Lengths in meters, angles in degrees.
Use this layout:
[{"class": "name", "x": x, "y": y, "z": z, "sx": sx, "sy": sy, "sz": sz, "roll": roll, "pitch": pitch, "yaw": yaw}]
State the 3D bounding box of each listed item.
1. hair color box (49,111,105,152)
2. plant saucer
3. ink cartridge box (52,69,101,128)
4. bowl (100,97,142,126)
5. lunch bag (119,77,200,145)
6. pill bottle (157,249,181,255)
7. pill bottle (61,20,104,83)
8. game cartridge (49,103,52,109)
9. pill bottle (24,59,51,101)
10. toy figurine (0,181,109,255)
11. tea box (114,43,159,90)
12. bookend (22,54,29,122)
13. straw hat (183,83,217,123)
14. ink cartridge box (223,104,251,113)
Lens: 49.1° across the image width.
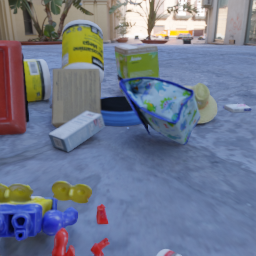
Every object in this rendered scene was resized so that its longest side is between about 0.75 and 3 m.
[{"class": "hair color box", "x": -1.304, "y": 0.060, "z": 7.265, "sx": 0.650, "sy": 0.398, "sz": 1.313, "roll": 14, "pitch": 39, "yaw": 39}, {"class": "plant saucer", "x": -4.275, "y": -1.116, "z": 7.553, "sx": 2.711, "sy": 2.706, "sz": 0.497, "roll": -4, "pitch": -3, "yaw": -12}, {"class": "ink cartridge box", "x": -1.519, "y": -0.880, "z": 8.372, "sx": 1.391, "sy": 1.689, "sz": 0.634, "roll": -1, "pitch": -11, "yaw": -4}, {"class": "bowl", "x": -0.269, "y": -0.637, "z": 9.541, "sx": 2.248, "sy": 0.441, "sz": 2.248, "roll": 0, "pitch": 20, "yaw": 0}, {"class": "lunch bag", "x": 0.717, "y": -0.485, "z": 6.905, "sx": 1.783, "sy": 1.136, "sz": 1.516, "roll": 28, "pitch": -11, "yaw": 26}, {"class": "pill bottle", "x": 0.782, "y": 1.744, "z": 2.722, "sx": 1.194, "sy": 0.680, "sz": 0.680, "roll": 13, "pitch": 24, "yaw": 31}, {"class": "pill bottle", "x": -1.573, "y": -2.283, "z": 9.735, "sx": 1.442, "sy": 2.565, "sz": 1.442, "roll": -3, "pitch": -20, "yaw": -1}, {"class": "game cartridge", "x": -1.942, "y": -0.592, "z": 9.153, "sx": 1.142, "sy": 0.233, "sz": 0.760, "roll": 16, "pitch": 0, "yaw": -9}, {"class": "pill bottle", "x": -4.646, "y": -1.782, "z": 10.910, "sx": 2.929, "sy": 1.647, "sz": 1.647, "roll": -9, "pitch": 22, "yaw": -24}, {"class": "toy figurine", "x": -1.632, "y": 1.411, "z": 3.710, "sx": 2.679, "sy": 1.413, "sz": 1.605, "roll": 0, "pitch": -8, "yaw": -7}, {"class": "tea box", "x": 0.365, "y": -2.561, "z": 12.254, "sx": 1.397, "sy": 2.056, "sz": 2.090, "roll": -10, "pitch": 21, "yaw": -12}, {"class": "bookend", "x": -4.048, "y": -1.450, "z": 9.137, "sx": 0.983, "sy": 2.120, "sz": 2.133, "roll": -10, "pitch": 24, "yaw": -30}, {"class": "straw hat", "x": 2.189, "y": -0.986, "z": 8.766, "sx": 1.668, "sy": 0.706, "sz": 1.668, "roll": 6, "pitch": 51, "yaw": -7}, {"class": "ink cartridge box", "x": 3.975, "y": -0.761, "z": 10.291, "sx": 0.741, "sy": 0.163, "sz": 0.755, "roll": -5, "pitch": 22, "yaw": -11}]
